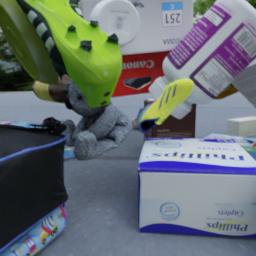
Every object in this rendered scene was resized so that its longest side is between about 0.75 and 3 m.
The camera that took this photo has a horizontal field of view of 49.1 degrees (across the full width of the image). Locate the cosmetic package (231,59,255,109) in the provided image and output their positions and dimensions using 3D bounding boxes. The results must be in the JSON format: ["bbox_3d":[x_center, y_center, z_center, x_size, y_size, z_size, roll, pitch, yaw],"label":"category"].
[{"bbox_3d":[4.201,-1.264,8.158,2.545,1.370,1.080,37,-28,-17],"label":"cosmetic package"}]

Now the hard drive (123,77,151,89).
[{"bbox_3d":[0.384,-2.214,11.572,1.938,0.608,2.873,-42,16,-6],"label":"hard drive"}]

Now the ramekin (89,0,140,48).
[{"bbox_3d":[-0.269,-2.292,6.154,1.081,1.081,0.527,-4,14,-19],"label":"ramekin"}]

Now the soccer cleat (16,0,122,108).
[{"bbox_3d":[-1.066,-1.490,4.376,0.967,1.160,2.863,-19,57,-28],"label":"soccer cleat"}]

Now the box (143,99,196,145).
[{"bbox_3d":[1.413,-0.053,9.888,1.491,1.816,1.507,-2,12,-9],"label":"box"}]

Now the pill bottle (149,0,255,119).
[{"bbox_3d":[1.855,-1.584,6.777,1.583,2.820,1.583,37,22,-18],"label":"pill bottle"}]

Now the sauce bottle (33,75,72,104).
[{"bbox_3d":[-1.791,-1.006,7.364,0.765,0.765,2.363,-8,14,-35],"label":"sauce bottle"}]

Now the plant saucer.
[{"bbox_3d":[-2.172,-1.809,5.748,0.345,2.222,2.222,-34,24,-20],"label":"plant saucer"}]

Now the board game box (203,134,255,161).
[{"bbox_3d":[3.742,0.681,9.730,2.359,0.432,1.784,7,14,36],"label":"board game box"}]

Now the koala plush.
[{"bbox_3d":[-0.719,-0.448,5.770,1.515,1.649,1.462,-21,22,-24],"label":"koala plush"}]

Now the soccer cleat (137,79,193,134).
[{"bbox_3d":[0.783,-0.412,5.934,0.526,0.680,1.627,25,-43,-28],"label":"soccer cleat"}]

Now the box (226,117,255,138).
[{"bbox_3d":[5.239,-0.038,12.543,1.682,0.799,0.654,-5,12,-30],"label":"box"}]

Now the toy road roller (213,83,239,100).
[{"bbox_3d":[3.197,-2.023,9.494,2.311,1.420,1.687,-25,23,-21],"label":"toy road roller"}]

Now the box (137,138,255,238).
[{"bbox_3d":[1.350,1.042,5.753,2.157,1.230,2.345,1,12,7],"label":"box"}]

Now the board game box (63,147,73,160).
[{"bbox_3d":[-2.896,0.821,9.296,1.766,0.323,1.336,8,14,40],"label":"board game box"}]

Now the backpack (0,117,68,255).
[{"bbox_3d":[-2.778,0.900,4.378,2.998,2.017,2.737,4,11,20],"label":"backpack"}]

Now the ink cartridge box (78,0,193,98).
[{"bbox_3d":[0.294,-2.065,7.423,2.897,2.553,0.648,-9,20,-14],"label":"ink cartridge box"}]

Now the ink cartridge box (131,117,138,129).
[{"bbox_3d":[1.336,-0.410,14.129,2.190,0.459,1.307,-8,-14,-27],"label":"ink cartridge box"}]
